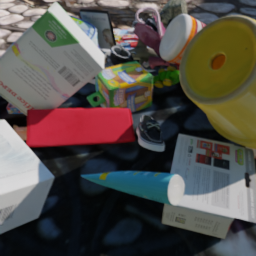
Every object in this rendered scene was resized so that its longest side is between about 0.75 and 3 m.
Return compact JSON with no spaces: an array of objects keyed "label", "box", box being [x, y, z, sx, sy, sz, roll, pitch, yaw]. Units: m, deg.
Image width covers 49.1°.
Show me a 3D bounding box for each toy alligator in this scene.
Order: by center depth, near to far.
[{"label":"toy alligator","box":[1.140,-1.602,9.453,1.946,0.528,0.577,-3,65,54]}]

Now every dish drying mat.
[{"label":"dish drying mat","box":[-1.301,-0.032,7.821,2.908,0.265,1.117,-2,68,-12]}]

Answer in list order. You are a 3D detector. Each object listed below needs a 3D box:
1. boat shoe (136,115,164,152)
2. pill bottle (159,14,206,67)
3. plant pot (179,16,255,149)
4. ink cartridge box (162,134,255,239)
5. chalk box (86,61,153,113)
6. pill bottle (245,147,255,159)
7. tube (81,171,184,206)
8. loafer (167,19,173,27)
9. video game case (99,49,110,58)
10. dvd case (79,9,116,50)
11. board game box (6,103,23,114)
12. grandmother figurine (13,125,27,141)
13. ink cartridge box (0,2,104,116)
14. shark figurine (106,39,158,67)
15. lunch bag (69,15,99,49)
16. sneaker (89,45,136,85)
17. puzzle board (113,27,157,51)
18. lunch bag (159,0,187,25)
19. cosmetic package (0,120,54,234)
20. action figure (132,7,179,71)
[{"label":"boat shoe","box":[0.594,0.078,7.329,0.622,0.588,1.734,9,17,-8]},{"label":"pill bottle","box":[2.577,-2.531,9.422,2.749,1.553,1.553,18,39,-21]},{"label":"plant pot","box":[2.605,-1.054,6.163,2.623,2.789,2.789,15,29,-41]},{"label":"ink cartridge box","box":[1.860,1.283,6.386,1.829,0.873,2.083,11,44,12]},{"label":"chalk box","box":[-0.334,-1.159,8.782,1.911,1.183,1.189,-19,46,-20]},{"label":"pill bottle","box":[3.748,0.535,7.388,1.098,0.616,0.616,5,43,5]},{"label":"tube","box":[0.058,1.165,6.007,2.304,0.892,0.581,0,80,41]},{"label":"loafer","box":[2.035,-4.098,12.106,0.733,0.758,2.158,-32,32,24]},{"label":"video game case","box":[-2.351,-3.091,11.401,2.497,0.292,2.270,-29,51,-23]},{"label":"dvd case","box":[-1.089,-3.663,10.531,1.162,1.629,0.143,13,56,20]},{"label":"board game box","box":[-3.371,-0.820,9.112,0.860,0.245,0.878,1,43,0]},{"label":"grandmother figurine","box":[-2.401,0.092,7.970,1.632,0.494,0.990,-10,48,-8]},{"label":"ink cartridge box","box":[-2.287,-1.706,7.771,2.702,1.963,1.182,-36,30,19]},{"label":"shark figurine","box":[0.236,-2.981,10.915,2.437,1.017,1.456,-9,42,-12]},{"label":"lunch bag","box":[-2.500,-2.626,9.834,2.345,1.203,2.918,23,63,13]},{"label":"sneaker","box":[-0.669,-2.227,9.797,2.201,1.252,0.831,4,42,14]},{"label":"puzzle board","box":[0.188,-4.013,12.519,2.814,0.245,2.121,-6,44,-6]},{"label":"lunch bag","box":[2.213,-5.748,13.914,1.200,0.997,1.431,-2,39,23]},{"label":"cosmetic package","box":[-3.086,1.002,5.624,2.133,1.311,2.126,39,27,26]},{"label":"action figure","box":[1.347,-3.031,10.251,1.681,1.868,2.509,-30,80,-13]}]
